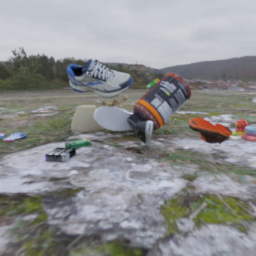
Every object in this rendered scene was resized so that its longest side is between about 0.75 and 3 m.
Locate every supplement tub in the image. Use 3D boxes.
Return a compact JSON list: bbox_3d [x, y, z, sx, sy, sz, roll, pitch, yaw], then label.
[{"bbox_3d":[1.257,-0.949,11.994,2.834,1.516,1.516,-43,24,-11],"label":"supplement tub"}]

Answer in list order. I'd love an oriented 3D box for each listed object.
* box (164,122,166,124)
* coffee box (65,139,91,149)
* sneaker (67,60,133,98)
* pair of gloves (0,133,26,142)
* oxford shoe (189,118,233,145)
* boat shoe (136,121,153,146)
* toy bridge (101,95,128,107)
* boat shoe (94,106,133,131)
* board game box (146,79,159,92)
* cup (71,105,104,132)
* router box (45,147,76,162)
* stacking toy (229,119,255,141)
[{"bbox_3d":[1.565,-0.653,15.344,0.987,0.696,1.334,0,11,5],"label":"box"},{"bbox_3d":[-1.821,0.586,10.170,0.832,0.183,0.512,-9,14,-41],"label":"coffee box"},{"bbox_3d":[-1.153,-1.871,10.324,2.689,1.146,1.036,5,52,22],"label":"sneaker"},{"bbox_3d":[-5.001,0.362,11.400,1.567,0.179,1.260,0,11,2],"label":"pair of gloves"},{"bbox_3d":[2.414,0.182,8.407,1.795,0.651,0.639,14,28,-34],"label":"oxford shoe"},{"bbox_3d":[0.552,0.154,9.574,0.516,0.625,1.822,9,-17,6],"label":"boat shoe"},{"bbox_3d":[-0.555,-1.061,11.595,1.210,0.407,0.165,-17,61,-32],"label":"toy bridge"},{"bbox_3d":[-0.302,-0.409,12.673,2.929,1.051,0.993,3,4,-31],"label":"boat shoe"},{"bbox_3d":[1.185,-1.809,12.888,0.638,0.834,0.168,-35,61,-5],"label":"board game box"},{"bbox_3d":[-1.949,-0.496,13.387,1.569,1.122,1.569,0,11,0],"label":"cup"},{"bbox_3d":[-2.095,0.829,8.765,0.661,0.226,0.887,2,11,11],"label":"router box"},{"bbox_3d":[4.653,0.067,11.619,1.434,0.669,1.584,-2,11,-12],"label":"stacking toy"}]
